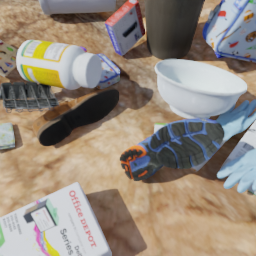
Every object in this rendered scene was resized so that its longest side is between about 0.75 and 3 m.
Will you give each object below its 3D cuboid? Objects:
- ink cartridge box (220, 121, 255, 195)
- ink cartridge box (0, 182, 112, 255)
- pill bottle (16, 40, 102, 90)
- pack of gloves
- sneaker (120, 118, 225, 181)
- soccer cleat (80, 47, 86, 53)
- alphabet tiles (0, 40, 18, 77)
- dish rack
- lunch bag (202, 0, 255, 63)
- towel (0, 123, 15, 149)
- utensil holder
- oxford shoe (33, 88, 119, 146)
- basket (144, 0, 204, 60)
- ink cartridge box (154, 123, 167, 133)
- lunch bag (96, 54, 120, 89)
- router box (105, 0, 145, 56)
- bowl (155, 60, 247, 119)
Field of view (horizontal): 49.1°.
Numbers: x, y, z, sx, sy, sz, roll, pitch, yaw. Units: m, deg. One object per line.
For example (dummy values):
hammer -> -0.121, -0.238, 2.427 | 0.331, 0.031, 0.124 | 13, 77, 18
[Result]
ink cartridge box -> 3.273, 0.656, 6.715 | 1.270, 0.731, 1.740 | 36, 64, 21
ink cartridge box -> -1.609, 2.288, 5.530 | 2.157, 0.906, 1.562 | -24, 61, -15
pill bottle -> -1.702, -1.570, 7.075 | 1.944, 1.096, 1.096 | 13, 57, 20
pack of gloves -> 2.711, 0.378, 6.506 | 2.757, 0.544, 2.316 | -37, 31, -17
sneaker -> 0.900, 0.349, 6.051 | 1.030, 2.627, 0.990 | -33, 97, -44
soccer cleat -> -2.043, -2.218, 8.279 | 1.603, 0.535, 0.613 | -18, 100, -8
alphabet tiles -> -4.140, -2.079, 7.964 | 1.758, 0.079, 2.104 | 30, 38, -12
dish rack -> -2.495, -0.723, 7.055 | 1.381, 0.491, 1.800 | -6, 29, -24
lunch bag -> 3.559, -2.939, 7.876 | 2.867, 2.297, 1.083 | 2, 49, -30
towel -> -3.324, 0.223, 7.243 | 0.690, 0.194, 0.806 | -8, 52, -23
utensil holder -> -1.731, -5.075, 9.666 | 2.495, 2.120, 2.120 | -4, 57, -4
oxford shoe -> -1.382, -0.511, 7.451 | 2.486, 0.887, 0.886 | -29, 48, -20
basket -> 1.291, -3.391, 8.218 | 1.746, 2.567, 2.314 | -5, 59, 0
ink cartridge box -> 0.962, 0.309, 7.229 | 0.623, 0.319, 0.843 | 6, 92, 3
lunch bag -> -0.816, -1.752, 8.479 | 0.922, 0.435, 1.151 | -32, 64, -20
router box -> -0.052, -3.012, 8.488 | 0.309, 1.266, 1.136 | 38, 78, 27
bowl -> 1.683, -0.877, 7.011 | 2.243, 1.008, 2.243 | 8, 29, -4
